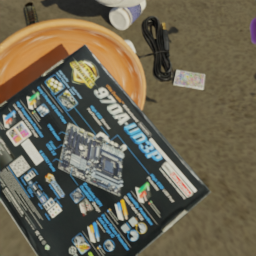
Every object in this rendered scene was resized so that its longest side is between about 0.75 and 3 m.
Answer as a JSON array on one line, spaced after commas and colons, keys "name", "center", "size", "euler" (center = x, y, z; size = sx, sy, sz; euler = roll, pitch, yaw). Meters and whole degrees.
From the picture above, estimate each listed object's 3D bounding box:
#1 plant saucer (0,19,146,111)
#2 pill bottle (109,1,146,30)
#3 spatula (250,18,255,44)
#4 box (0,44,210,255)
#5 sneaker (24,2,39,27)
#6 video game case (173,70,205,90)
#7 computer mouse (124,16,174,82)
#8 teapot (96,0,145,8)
[{"name": "plant saucer", "center": [-1.099, -0.474, 4.989], "size": [2.908, 2.908, 0.544], "euler": [-20, 40, -14]}, {"name": "pill bottle", "center": [0.010, -4.747, 11.338], "size": [0.921, 0.921, 1.591], "euler": [26, 58, 18]}, {"name": "spatula", "center": [3.796, -2.289, 6.200], "size": [0.236, 0.649, 2.297], "euler": [-34, 27, -35]}, {"name": "box", "center": [-0.480, 0.396, 3.005], "size": [1.682, 0.487, 2.116], "euler": [-39, 78, -7]}, {"name": "sneaker", "center": [-3.852, -4.296, 11.088], "size": [0.552, 0.783, 1.475], "euler": [-14, 54, -10]}, {"name": "video game case", "center": [2.084, -1.637, 9.525], "size": [0.991, 0.089, 0.709], "euler": [11, 54, 8]}, {"name": "computer mouse", "center": [-0.298, -1.534, 6.544], "size": [2.699, 0.592, 1.480], "euler": [-10, 85, 31]}, {"name": "teapot", "center": [-0.374, -4.502, 7.947], "size": [2.731, 2.767, 2.021], "euler": [35, 62, -7]}]
